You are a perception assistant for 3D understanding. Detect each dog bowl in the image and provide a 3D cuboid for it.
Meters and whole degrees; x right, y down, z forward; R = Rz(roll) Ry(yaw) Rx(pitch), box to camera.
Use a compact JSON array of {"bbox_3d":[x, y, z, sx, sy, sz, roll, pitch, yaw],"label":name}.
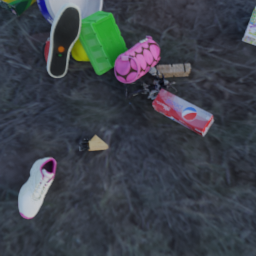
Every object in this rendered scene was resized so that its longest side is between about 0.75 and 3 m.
[{"bbox_3d":[-2.069,-4.669,10.032,0.891,2.262,2.262,22,65,42],"label":"dog bowl"}]

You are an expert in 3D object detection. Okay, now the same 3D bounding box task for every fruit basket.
[{"bbox_3d":[-1.116,-2.897,9.788,1.480,2.052,2.052,-37,71,-23],"label":"fruit basket"}]

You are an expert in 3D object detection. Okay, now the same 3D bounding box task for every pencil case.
[{"bbox_3d":[0.322,-2.277,9.236,0.962,0.993,2.119,17,37,17],"label":"pencil case"}]

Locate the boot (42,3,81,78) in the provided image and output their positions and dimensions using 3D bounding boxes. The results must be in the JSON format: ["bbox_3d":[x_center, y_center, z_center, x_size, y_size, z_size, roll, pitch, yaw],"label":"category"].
[{"bbox_3d":[-2.339,-3.091,9.357,0.858,2.368,1.709,7,30,-31],"label":"boot"}]

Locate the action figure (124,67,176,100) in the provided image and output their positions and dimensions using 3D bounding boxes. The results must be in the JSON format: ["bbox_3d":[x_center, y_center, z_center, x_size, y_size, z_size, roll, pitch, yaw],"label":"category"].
[{"bbox_3d":[0.769,-1.396,9.372,1.800,0.919,1.070,-6,80,-2],"label":"action figure"}]

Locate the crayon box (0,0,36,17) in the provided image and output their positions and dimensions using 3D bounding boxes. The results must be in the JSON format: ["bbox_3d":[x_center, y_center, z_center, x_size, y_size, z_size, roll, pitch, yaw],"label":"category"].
[{"bbox_3d":[-4.363,-5.642,11.462,1.304,0.522,2.053,30,69,12],"label":"crayon box"}]

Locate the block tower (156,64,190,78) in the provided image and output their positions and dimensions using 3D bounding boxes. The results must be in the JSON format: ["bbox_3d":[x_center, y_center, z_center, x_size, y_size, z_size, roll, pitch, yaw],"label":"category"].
[{"bbox_3d":[1.583,-2.029,9.954,1.224,0.354,0.330,-5,66,0],"label":"block tower"}]

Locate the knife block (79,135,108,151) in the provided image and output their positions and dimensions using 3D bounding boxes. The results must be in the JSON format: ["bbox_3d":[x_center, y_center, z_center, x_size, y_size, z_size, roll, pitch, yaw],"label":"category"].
[{"bbox_3d":[-1.104,0.599,8.695,0.759,0.243,0.667,41,66,-5],"label":"knife block"}]

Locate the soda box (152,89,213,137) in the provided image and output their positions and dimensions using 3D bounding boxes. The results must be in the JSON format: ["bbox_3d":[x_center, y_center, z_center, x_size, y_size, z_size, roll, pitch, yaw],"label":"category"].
[{"bbox_3d":[1.697,-0.493,8.793,1.857,0.589,0.650,32,87,25],"label":"soda box"}]

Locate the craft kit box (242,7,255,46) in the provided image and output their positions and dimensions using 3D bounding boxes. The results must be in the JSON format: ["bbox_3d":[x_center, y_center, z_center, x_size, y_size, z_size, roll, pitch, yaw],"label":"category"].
[{"bbox_3d":[5.403,-3.741,10.718,1.634,0.396,1.614,22,71,10],"label":"craft kit box"}]

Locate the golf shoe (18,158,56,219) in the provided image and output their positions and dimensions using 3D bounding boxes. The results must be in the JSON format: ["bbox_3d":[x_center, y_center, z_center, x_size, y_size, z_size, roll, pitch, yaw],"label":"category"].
[{"bbox_3d":[-2.506,1.595,7.806,0.674,0.819,1.789,30,51,-29],"label":"golf shoe"}]
